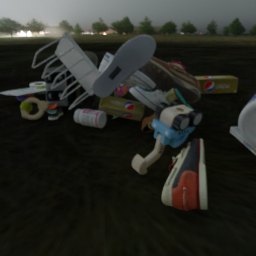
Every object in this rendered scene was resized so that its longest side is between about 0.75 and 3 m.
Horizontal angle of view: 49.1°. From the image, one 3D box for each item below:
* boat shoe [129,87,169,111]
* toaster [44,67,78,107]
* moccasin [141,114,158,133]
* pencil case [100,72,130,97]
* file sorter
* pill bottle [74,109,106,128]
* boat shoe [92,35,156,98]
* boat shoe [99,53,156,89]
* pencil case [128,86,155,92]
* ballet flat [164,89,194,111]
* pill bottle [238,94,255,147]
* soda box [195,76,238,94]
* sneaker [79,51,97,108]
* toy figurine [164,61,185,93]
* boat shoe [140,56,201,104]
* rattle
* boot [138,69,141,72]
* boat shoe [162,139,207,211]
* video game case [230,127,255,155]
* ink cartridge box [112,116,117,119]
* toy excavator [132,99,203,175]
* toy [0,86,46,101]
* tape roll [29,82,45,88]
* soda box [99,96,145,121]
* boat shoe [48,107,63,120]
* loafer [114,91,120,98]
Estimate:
[{"bbox_3d":[1.120,-1.037,10.418,2.371,0.775,0.872,27,13,-30],"label":"boat shoe"},{"bbox_3d":[-2.887,-1.757,12.219,1.081,1.647,1.821,-1,5,5],"label":"toaster"},{"bbox_3d":[0.934,-0.143,9.300,0.615,0.649,1.682,30,-22,-25],"label":"moccasin"},{"bbox_3d":[-0.518,-1.806,10.755,1.315,0.581,0.581,49,34,3],"label":"pencil case"},{"bbox_3d":[-2.246,-1.991,10.408,1.391,2.234,1.550,-43,7,-28],"label":"file sorter"},{"bbox_3d":[-1.425,-0.371,10.453,1.108,0.628,0.628,9,23,24],"label":"pill bottle"},{"bbox_3d":[-0.145,-1.705,7.576,2.130,0.784,0.696,-37,14,18],"label":"boat shoe"},{"bbox_3d":[-0.025,-1.580,8.653,2.034,0.665,0.748,24,16,-33],"label":"boat shoe"},{"bbox_3d":[0.644,-2.050,14.657,0.737,0.678,1.594,-40,36,-16],"label":"pencil case"},{"bbox_3d":[1.830,-0.658,9.573,0.600,1.698,0.600,-32,33,24],"label":"ballet flat"},{"bbox_3d":[4.442,-0.435,8.753,1.489,1.489,2.574,12,24,28],"label":"pill bottle"},{"bbox_3d":[4.662,-2.352,15.245,2.414,0.818,0.773,-3,22,-8],"label":"soda box"},{"bbox_3d":[-1.944,-2.286,12.881,1.024,1.454,2.738,2,48,-12],"label":"sneaker"},{"bbox_3d":[1.981,-2.111,11.931,1.347,1.652,1.794,-21,-23,29],"label":"toy figurine"},{"bbox_3d":[1.558,-1.877,10.204,2.594,0.982,0.931,32,58,-16],"label":"boat shoe"},{"bbox_3d":[-3.602,-0.707,11.485,1.426,1.018,0.928,-10,66,-13],"label":"rattle"},{"bbox_3d":[0.421,-2.465,10.260,0.717,1.036,0.401,-17,33,-10],"label":"boot"},{"bbox_3d":[1.386,0.982,6.602,0.871,0.991,2.783,-5,18,16],"label":"boat shoe"},{"bbox_3d":[4.703,0.544,8.640,2.018,0.254,2.818,-2,21,-5],"label":"video game case"},{"bbox_3d":[-0.372,-0.684,11.428,0.469,0.268,0.904,-16,16,25],"label":"ink cartridge box"},{"bbox_3d":[0.927,0.278,7.036,1.642,1.689,0.844,-14,37,-39],"label":"toy excavator"},{"bbox_3d":[-4.986,-1.641,13.856,1.287,0.528,2.235,9,22,28],"label":"toy"},{"bbox_3d":[-5.006,-2.307,15.769,1.018,0.356,1.018,0,22,0],"label":"tape roll"},{"bbox_3d":[-0.252,-0.766,10.740,1.697,0.575,0.543,11,65,-6],"label":"soda box"},{"bbox_3d":[-2.978,-0.591,11.436,0.357,0.321,1.009,4,22,9],"label":"boat shoe"},{"bbox_3d":[0.001,-2.047,11.211,0.726,2.079,0.727,18,35,-11],"label":"loafer"}]
